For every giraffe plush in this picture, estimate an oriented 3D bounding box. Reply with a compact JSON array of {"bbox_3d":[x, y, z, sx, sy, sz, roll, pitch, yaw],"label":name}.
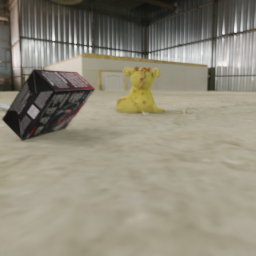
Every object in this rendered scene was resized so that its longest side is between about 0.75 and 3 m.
[{"bbox_3d":[0.590,-1.981,14.487,2.481,2.332,2.875,-3,10,-20],"label":"giraffe plush"}]

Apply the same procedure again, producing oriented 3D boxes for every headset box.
[{"bbox_3d":[-2.205,-0.744,8.387,0.916,1.814,2.441,44,21,9],"label":"headset box"}]

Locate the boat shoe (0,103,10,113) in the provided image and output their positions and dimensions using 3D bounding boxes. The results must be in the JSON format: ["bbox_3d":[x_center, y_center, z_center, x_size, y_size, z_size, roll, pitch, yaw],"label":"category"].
[{"bbox_3d":[-5.500,-0.864,12.624,1.268,0.456,0.434,9,40,-46],"label":"boat shoe"}]
